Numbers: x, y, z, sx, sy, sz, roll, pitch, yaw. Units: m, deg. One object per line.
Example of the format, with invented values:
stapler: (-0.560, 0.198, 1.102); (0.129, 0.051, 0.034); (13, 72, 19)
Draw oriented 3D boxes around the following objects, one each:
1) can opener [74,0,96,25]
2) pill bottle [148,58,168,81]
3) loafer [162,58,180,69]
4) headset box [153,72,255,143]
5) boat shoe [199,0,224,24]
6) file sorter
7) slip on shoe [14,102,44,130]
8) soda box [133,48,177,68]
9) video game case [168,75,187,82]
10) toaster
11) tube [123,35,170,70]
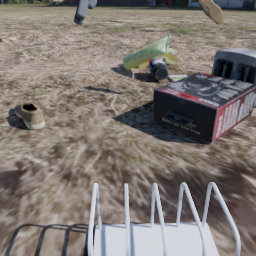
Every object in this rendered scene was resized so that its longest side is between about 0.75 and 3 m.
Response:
can opener: (-0.753, -2.234, 5.150); (0.328, 0.262, 0.981); (18, 51, -21)
pill bottle: (1.414, -2.701, 13.009); (0.784, 0.784, 1.402); (-3, 28, -5)
loafer: (2.013, -3.364, 14.597); (1.416, 0.477, 0.538); (-2, 28, -4)
headset box: (2.368, -0.765, 8.927); (2.203, 1.143, 2.961); (24, 37, 37)
boat shoe: (2.873, -4.073, 9.709); (0.429, 1.191, 0.386); (-38, -8, 5)
file sorter: (0.452, 1.642, 4.234); (2.028, 1.262, 1.407); (0, 28, -2)
slip on shoe: (-3.268, -0.585, 9.180); (0.741, 0.590, 1.949); (-14, 31, -25)
soda box: (1.421, -3.779, 15.114); (2.305, 0.738, 0.781); (-10, 30, -20)
video game case: (2.382, -2.287, 12.966); (0.853, 0.098, 0.776); (-4, 28, -10)
toaster: (4.164, -1.934, 10.191); (1.239, 2.088, 1.888); (-17, 33, -38)
tube: (0.888, -3.525, 13.496); (2.694, 0.782, 0.699); (-15, 6, 44)
